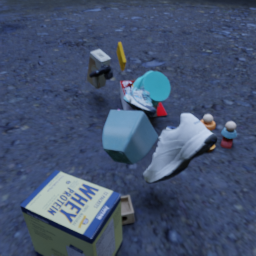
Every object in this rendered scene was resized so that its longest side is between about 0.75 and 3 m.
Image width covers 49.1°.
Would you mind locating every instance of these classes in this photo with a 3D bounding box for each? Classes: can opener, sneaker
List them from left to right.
[{"bbox_3d":[-1.225,-2.338,11.950,0.520,0.645,1.641,-6,6,-37],"label":"can opener"},{"bbox_3d":[0.441,-0.911,9.068,0.722,0.649,1.672,-50,37,0],"label":"sneaker"},{"bbox_3d":[1.215,0.630,7.580,0.960,2.578,1.123,-8,58,-46],"label":"sneaker"}]

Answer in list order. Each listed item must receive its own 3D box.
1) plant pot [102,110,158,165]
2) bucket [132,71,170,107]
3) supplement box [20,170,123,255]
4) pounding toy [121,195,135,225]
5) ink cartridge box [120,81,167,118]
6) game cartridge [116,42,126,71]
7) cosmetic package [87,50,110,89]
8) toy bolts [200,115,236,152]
[{"bbox_3d":[-0.049,0.296,6.949,1.033,1.036,1.055,6,55,36],"label":"plant pot"},{"bbox_3d":[0.923,-1.524,11.071,1.399,1.399,0.910,-20,-1,-27],"label":"bucket"},{"bbox_3d":[-1.209,2.280,6.490,1.837,1.835,1.233,15,37,21],"label":"supplement box"},{"bbox_3d":[-0.362,2.400,7.560,1.025,0.469,0.900,-11,35,-5],"label":"pounding toy"},{"bbox_3d":[0.666,-1.356,12.725,1.854,0.886,2.112,-4,34,-8],"label":"ink cartridge box"},{"bbox_3d":[-0.300,-3.139,12.382,0.177,0.962,1.091,-13,-5,-9],"label":"game cartridge"},{"bbox_3d":[-1.382,-2.668,12.858,0.566,1.591,0.837,-30,61,-36],"label":"cosmetic package"},{"bbox_3d":[3.276,0.194,10.352,1.407,0.976,1.344,10,35,15],"label":"toy bolts"}]
